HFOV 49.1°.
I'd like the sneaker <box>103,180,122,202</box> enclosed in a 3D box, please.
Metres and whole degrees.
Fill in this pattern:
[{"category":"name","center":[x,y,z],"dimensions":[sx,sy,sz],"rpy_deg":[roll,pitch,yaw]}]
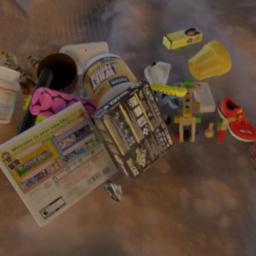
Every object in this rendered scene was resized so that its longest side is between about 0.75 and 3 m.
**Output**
[{"category":"sneaker","center":[-0.460,1.915,8.886],"dimensions":[0.390,1.013,0.431],"rpy_deg":[5,49,27]}]

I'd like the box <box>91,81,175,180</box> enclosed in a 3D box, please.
[{"category":"box","center":[0.276,0.083,9.307],"dimensions":[2.111,2.619,0.643],"rpy_deg":[-40,29,-23]}]

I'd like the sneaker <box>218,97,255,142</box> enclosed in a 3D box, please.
[{"category":"sneaker","center":[4.174,-0.362,10.708],"dimensions":[0.802,0.885,2.083],"rpy_deg":[-21,55,-15]}]

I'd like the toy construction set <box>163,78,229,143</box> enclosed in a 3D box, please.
[{"category":"toy construction set","center":[2.445,-0.652,10.193],"dimensions":[2.522,1.938,2.104],"rpy_deg":[24,55,22]}]

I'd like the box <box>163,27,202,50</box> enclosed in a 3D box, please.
[{"category":"box","center":[2.766,-4.550,14.200],"dimensions":[1.889,0.473,0.711],"rpy_deg":[-21,55,-15]}]

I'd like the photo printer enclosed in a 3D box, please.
[{"category":"photo printer","center":[-1.878,-2.916,11.974],"dimensions":[2.086,1.736,0.725],"rpy_deg":[-7,78,-3]}]

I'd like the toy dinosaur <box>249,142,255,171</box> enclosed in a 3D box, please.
[{"category":"toy dinosaur","center":[4.623,0.889,9.994],"dimensions":[0.888,0.563,1.311],"rpy_deg":[-19,49,-6]}]

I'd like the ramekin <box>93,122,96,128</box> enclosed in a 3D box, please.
[{"category":"ramekin","center":[-1.973,0.025,9.832],"dimensions":[1.691,0.826,1.691],"rpy_deg":[11,24,-5]}]

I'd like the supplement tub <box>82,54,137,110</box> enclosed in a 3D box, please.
[{"category":"supplement tub","center":[-0.489,-1.360,10.803],"dimensions":[1.934,1.934,2.674],"rpy_deg":[-20,55,-15]}]

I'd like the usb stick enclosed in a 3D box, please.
[{"category":"usb stick","center":[-3.234,-0.763,9.740],"dimensions":[0.437,0.744,2.682],"rpy_deg":[19,80,-8]}]

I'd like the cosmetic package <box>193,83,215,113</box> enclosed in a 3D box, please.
[{"category":"cosmetic package","center":[3.141,-1.280,11.683],"dimensions":[0.606,0.372,1.468],"rpy_deg":[-5,48,2]}]

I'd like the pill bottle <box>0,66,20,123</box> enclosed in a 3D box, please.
[{"category":"pill bottle","center":[-4.804,-1.264,10.670],"dimensions":[1.089,1.089,2.003],"rpy_deg":[21,96,15]}]

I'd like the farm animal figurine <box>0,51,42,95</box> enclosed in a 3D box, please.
[{"category":"farm animal figurine","center":[-4.707,-2.215,11.936],"dimensions":[2.288,1.151,1.848],"rpy_deg":[9,78,15]}]

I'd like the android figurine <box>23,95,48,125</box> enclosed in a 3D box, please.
[{"category":"android figurine","center":[-3.431,-0.758,10.903],"dimensions":[1.473,1.341,0.303],"rpy_deg":[19,16,13]}]

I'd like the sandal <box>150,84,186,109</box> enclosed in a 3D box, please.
[{"category":"sandal","center":[1.201,-1.108,9.637],"dimensions":[1.628,0.709,0.647],"rpy_deg":[20,30,37]}]

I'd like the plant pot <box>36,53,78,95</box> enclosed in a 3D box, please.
[{"category":"plant pot","center":[-2.677,-1.932,11.288],"dimensions":[1.558,1.667,1.558],"rpy_deg":[0,78,0]}]

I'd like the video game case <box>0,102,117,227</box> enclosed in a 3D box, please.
[{"category":"video game case","center":[-2.065,1.047,8.537],"dimensions":[2.927,2.665,0.323],"rpy_deg":[-34,18,-24]}]

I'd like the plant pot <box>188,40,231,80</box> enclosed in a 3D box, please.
[{"category":"plant pot","center":[3.501,-2.850,12.361],"dimensions":[1.426,1.515,1.515],"rpy_deg":[-29,56,-1]}]

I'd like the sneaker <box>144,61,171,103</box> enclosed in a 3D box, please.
[{"category":"sneaker","center":[1.065,-1.908,11.740],"dimensions":[1.038,0.893,2.452],"rpy_deg":[20,50,-1]}]

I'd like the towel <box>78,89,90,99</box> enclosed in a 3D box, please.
[{"category":"towel","center":[-1.729,-1.433,12.040],"dimensions":[0.853,0.102,0.626],"rpy_deg":[-1,51,-3]}]

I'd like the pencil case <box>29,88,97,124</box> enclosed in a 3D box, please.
[{"category":"pencil case","center":[-2.113,-0.722,9.366],"dimensions":[2.129,0.997,0.966],"rpy_deg":[10,24,-40]}]
